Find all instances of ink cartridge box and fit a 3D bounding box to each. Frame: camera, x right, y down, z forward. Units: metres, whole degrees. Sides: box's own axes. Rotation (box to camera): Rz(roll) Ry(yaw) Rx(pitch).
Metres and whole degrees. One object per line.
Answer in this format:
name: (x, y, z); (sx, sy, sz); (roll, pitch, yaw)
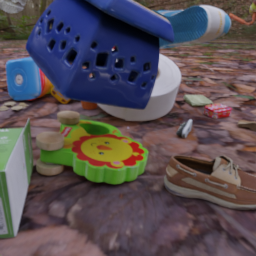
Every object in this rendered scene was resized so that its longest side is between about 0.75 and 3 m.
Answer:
ink cartridge box: (-2.161, 0.722, 4.889); (0.661, 1.158, 2.231); (-3, 22, -10)

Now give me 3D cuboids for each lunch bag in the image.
lunch bag: (3.003, -0.532, 9.298); (0.806, 0.330, 0.710); (-11, 28, -24)

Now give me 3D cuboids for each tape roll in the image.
tape roll: (0.249, -1.551, 9.463); (2.946, 1.030, 2.946); (5, 44, -5)

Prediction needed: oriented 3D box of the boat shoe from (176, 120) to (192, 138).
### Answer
boat shoe: (1.594, -0.012, 7.919); (0.296, 0.329, 0.931); (11, 26, 23)

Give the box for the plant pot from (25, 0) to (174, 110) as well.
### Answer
plant pot: (-0.503, -1.737, 5.590); (2.092, 1.881, 2.092); (5, 33, -44)

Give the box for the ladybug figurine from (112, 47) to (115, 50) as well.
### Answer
ladybug figurine: (-0.761, -3.731, 10.698); (1.481, 2.183, 0.785); (-4, 50, 49)

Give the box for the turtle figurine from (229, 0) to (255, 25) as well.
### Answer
turtle figurine: (2.493, -2.121, 4.325); (1.387, 0.554, 1.720); (-31, 21, -12)

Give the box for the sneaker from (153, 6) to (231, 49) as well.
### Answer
sneaker: (1.496, -2.848, 8.111); (1.194, 1.131, 2.955); (-9, 20, -32)

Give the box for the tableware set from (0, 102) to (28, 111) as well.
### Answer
tableware set: (-4.166, -0.767, 10.150); (1.012, 0.117, 0.845); (4, 21, 8)

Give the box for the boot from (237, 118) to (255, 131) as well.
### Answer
boot: (3.693, -0.149, 8.335); (0.762, 0.276, 0.634); (11, 25, 34)

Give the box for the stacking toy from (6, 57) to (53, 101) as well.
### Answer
stacking toy: (-3.522, -2.016, 11.848); (1.685, 1.593, 2.903); (-1, 8, 26)

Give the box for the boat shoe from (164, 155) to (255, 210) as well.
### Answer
boat shoe: (1.662, 0.905, 5.005); (2.042, 0.733, 0.773); (5, 22, 13)

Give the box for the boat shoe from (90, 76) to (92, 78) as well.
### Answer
boat shoe: (-1.071, -1.899, 11.568); (0.787, 0.886, 2.408); (35, 34, -2)

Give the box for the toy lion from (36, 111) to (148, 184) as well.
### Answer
toy lion: (-0.722, 0.433, 6.374); (2.323, 0.832, 2.424); (7, 21, 0)

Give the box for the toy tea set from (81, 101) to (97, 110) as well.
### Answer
toy tea set: (-0.511, -1.502, 10.651); (1.770, 1.102, 2.977); (12, 24, 28)

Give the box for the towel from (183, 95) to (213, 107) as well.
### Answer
towel: (2.672, -1.053, 10.741); (0.857, 0.211, 1.155); (-2, 21, -8)

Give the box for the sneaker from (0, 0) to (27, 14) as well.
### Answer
sneaker: (-1.578, -2.405, 3.962); (0.543, 1.563, 0.777); (14, 10, -22)

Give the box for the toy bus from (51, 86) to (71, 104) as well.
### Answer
toy bus: (-2.325, -1.849, 11.525); (0.816, 0.982, 2.508); (39, 17, -13)
